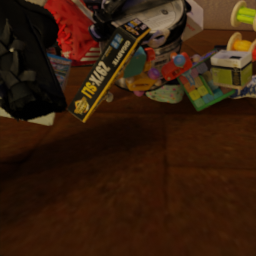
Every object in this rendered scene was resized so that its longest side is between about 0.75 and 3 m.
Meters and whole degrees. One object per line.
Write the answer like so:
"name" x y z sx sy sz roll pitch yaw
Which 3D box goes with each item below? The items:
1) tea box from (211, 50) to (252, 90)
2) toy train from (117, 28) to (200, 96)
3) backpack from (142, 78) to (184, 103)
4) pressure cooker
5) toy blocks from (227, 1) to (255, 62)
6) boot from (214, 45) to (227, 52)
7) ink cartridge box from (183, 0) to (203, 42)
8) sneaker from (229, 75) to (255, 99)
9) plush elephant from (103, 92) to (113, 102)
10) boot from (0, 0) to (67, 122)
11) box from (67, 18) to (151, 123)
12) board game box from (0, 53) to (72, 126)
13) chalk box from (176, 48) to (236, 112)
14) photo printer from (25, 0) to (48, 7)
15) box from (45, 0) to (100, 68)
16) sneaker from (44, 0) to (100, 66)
"tea box" 2.671 -1.507 7.236 0.554 0.816 0.830 -35 37 -29
"toy train" 0.525 -1.450 5.935 1.649 0.611 2.196 -33 -21 19
"backpack" 1.494 -1.660 11.577 1.689 1.069 1.410 14 37 29
"pressure cooker" 0.313 -2.621 7.709 2.472 2.767 2.434 17 59 10
"toy blocks" 3.904 -2.528 7.822 0.738 1.694 2.033 -36 49 -27
"boot" 4.058 -2.984 13.399 2.999 1.974 1.046 -11 27 -22
"ink cartridge box" 1.192 -3.493 9.347 1.556 0.907 2.150 25 -28 -31
"sneaker" 4.882 -1.572 11.684 2.844 1.070 1.253 8 34 36
"plush elephant" -1.077 -1.430 11.560 1.034 0.852 0.801 -21 48 40
"boot" -1.762 -1.284 5.274 1.006 2.227 2.718 -26 -3 10
"box" -0.273 -0.920 4.327 0.366 1.485 1.186 36 28 -4
"board game box" -2.494 -1.165 6.634 1.961 0.854 2.658 13 25 -12
"chalk box" 2.960 -1.793 10.572 1.592 1.603 2.568 -29 10 29
"photo printer" -1.962 -2.941 5.441 1.040 0.865 0.361 13 33 -48
"box" -1.997 -3.299 9.757 2.814 2.793 0.699 -2 56 -1
"sneaker" -1.809 -2.735 7.900 2.990 1.727 1.172 19 -6 -40
